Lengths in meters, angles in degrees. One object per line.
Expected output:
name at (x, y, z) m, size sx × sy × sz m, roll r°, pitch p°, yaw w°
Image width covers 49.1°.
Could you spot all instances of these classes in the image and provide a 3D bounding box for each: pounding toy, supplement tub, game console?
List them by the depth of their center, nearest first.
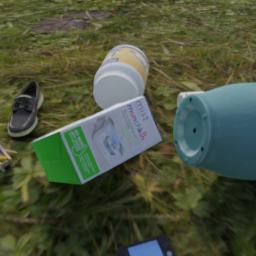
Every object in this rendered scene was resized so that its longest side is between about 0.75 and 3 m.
game console at (0.422, 2.499, 5.451) m, size 1.156 × 0.684 × 0.987 m, roll -10°, pitch 39°, yaw -15°
pounding toy at (-3.514, 0.675, 7.888) m, size 0.650 × 0.648 × 1.133 m, roll -34°, pitch 45°, yaw -30°
supplement tub at (2.355, -0.873, 9.879) m, size 1.073 × 0.778 × 0.778 m, roll -4°, pitch 37°, yaw -9°
supplement tub at (-0.233, -1.800, 10.302) m, size 1.797 × 1.797 × 2.485 m, roll 5°, pitch 37°, yaw 7°

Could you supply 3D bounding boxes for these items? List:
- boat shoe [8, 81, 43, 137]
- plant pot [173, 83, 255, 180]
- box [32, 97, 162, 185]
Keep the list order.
boat shoe at (-3.575, -0.745, 9.661) m, size 0.948 × 0.872 × 2.653 m, roll -1°, pitch 37°, yaw -1°
plant pot at (2.516, 0.059, 6.814) m, size 2.400 × 2.555 × 2.555 m, roll 2°, pitch 35°, yaw -16°
box at (-0.886, 0.310, 6.914) m, size 2.225 × 1.219 × 2.522 m, roll -25°, pitch 5°, yaw -32°
